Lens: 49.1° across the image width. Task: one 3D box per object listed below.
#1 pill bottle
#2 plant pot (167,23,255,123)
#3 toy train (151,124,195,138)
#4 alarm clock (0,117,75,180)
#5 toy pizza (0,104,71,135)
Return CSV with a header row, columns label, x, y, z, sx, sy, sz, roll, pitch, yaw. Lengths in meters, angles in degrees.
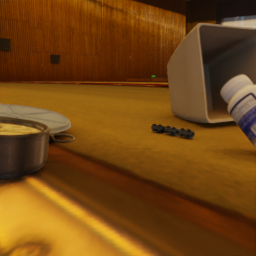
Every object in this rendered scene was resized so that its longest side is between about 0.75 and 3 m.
label,x,y,z,sx,sy,sz,roll,pitch,yaw
pill bottle,2.394,-0.331,5.317,0.805,0.805,1.345,-7,54,-30
plant pot,2.746,-1.521,9.203,2.761,2.757,2.444,-5,-2,-25
toy train,1.111,0.080,6.904,1.264,0.216,0.289,11,-6,44
alarm clock,-1.875,0.263,4.446,2.360,0.785,1.592,-6,15,-45
toy pizza,-2.687,-0.121,6.672,2.596,0.411,2.596,9,12,-2
